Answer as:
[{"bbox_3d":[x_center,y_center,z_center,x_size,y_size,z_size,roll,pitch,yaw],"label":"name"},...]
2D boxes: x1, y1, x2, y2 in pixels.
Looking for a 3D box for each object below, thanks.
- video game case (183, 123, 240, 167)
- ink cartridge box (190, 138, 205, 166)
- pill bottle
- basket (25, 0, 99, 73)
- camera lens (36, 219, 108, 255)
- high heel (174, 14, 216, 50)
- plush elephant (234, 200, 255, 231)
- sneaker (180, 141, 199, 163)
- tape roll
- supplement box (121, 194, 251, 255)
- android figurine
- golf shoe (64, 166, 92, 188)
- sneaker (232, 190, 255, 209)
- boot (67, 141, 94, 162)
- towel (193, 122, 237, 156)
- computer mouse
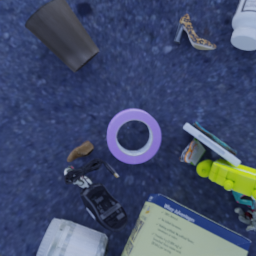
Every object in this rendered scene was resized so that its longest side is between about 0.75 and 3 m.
[{"bbox_3d":[2.497,0.463,8.604,1.788,1.967,0.230,38,99,11],"label":"video game case"},{"bbox_3d":[2.097,0.730,9.198,0.653,0.335,0.883,-53,130,-10],"label":"ink cartridge box"},{"bbox_3d":[4.320,-3.895,9.499,1.280,1.280,2.313,21,84,2],"label":"pill bottle"},{"bbox_3d":[-2.013,-2.965,9.224,1.369,1.815,2.013,-31,106,40],"label":"basket"},{"bbox_3d":[-1.651,3.770,8.556,1.908,1.526,1.526,21,85,-2],"label":"camera lens"},{"bbox_3d":[2.458,-3.361,9.801,1.504,0.537,1.072,18,91,11],"label":"high heel"},{"bbox_3d":[4.081,2.946,9.059,0.830,0.780,1.008,-20,85,-2],"label":"plush elephant"},{"bbox_3d":[1.877,0.713,8.628,0.354,0.350,0.905,54,53,-15],"label":"sneaker"},{"bbox_3d":[0.176,0.272,9.103,1.727,0.566,1.727,0,100,-3],"label":"tape roll"},{"bbox_3d":[1.410,3.870,8.202,2.888,1.939,2.885,27,77,3],"label":"supplement box"},{"bbox_3d":[3.339,1.477,8.000,2.705,2.972,0.610,17,97,22],"label":"android figurine"},{"bbox_3d":[-1.657,1.747,9.232,1.124,0.495,0.434,38,107,-12],"label":"golf shoe"},{"bbox_3d":[4.128,2.271,9.238,1.287,0.538,0.777,-7,79,7],"label":"sneaker"},{"bbox_3d":[-1.574,0.841,9.299,0.385,0.375,1.019,40,60,20],"label":"boot"},{"bbox_3d":[2.746,0.316,8.996,1.563,1.146,0.170,38,99,10],"label":"towel"},{"bbox_3d":[-0.740,2.001,8.489,2.305,0.530,1.618,43,44,15],"label":"computer mouse"}]
